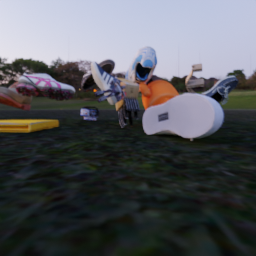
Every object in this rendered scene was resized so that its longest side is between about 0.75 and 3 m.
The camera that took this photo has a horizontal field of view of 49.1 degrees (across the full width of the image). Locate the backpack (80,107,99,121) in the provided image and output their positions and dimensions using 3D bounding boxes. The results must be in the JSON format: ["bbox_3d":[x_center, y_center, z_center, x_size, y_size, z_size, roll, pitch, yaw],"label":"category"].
[{"bbox_3d":[-1.996,-0.734,14.443,0.919,0.743,0.965,13,-3,-3],"label":"backpack"}]

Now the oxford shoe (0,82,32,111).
[{"bbox_3d":[-4.387,-1.359,10.729,1.029,1.092,2.920,17,-2,-7],"label":"oxford shoe"}]

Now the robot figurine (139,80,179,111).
[{"bbox_3d":[1.362,-1.001,11.223,1.823,1.478,2.534,-2,29,-6],"label":"robot figurine"}]

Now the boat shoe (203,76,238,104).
[{"bbox_3d":[3.423,-1.259,10.697,2.083,0.780,0.644,-29,37,-9],"label":"boat shoe"}]

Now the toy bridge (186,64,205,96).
[{"bbox_3d":[2.114,-1.404,8.863,0.558,0.226,1.661,-4,-32,18],"label":"toy bridge"}]

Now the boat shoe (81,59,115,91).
[{"bbox_3d":[-1.302,-2.209,12.041,0.713,0.608,2.132,30,-36,-31],"label":"boat shoe"}]

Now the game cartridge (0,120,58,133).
[{"bbox_3d":[-3.701,-0.085,9.669,1.890,0.348,2.144,1,3,10],"label":"game cartridge"}]

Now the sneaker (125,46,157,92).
[{"bbox_3d":[0.437,-2.133,11.391,1.016,1.024,2.827,13,-24,-6],"label":"sneaker"}]

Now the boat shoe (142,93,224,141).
[{"bbox_3d":[1.601,-0.186,7.249,1.267,1.098,2.972,1,-6,-25],"label":"boat shoe"}]

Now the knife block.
[{"bbox_3d":[-0.145,-0.936,10.445,0.584,1.603,1.826,4,19,-26],"label":"knife block"}]

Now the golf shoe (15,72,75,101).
[{"bbox_3d":[-2.784,-1.502,9.628,2.015,0.928,0.731,9,-27,1],"label":"golf shoe"}]

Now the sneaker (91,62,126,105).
[{"bbox_3d":[-0.651,-1.604,9.559,0.708,1.675,0.628,-28,-10,-18],"label":"sneaker"}]

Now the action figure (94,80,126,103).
[{"bbox_3d":[-0.518,-1.137,8.931,1.065,0.693,0.370,-25,-10,-15],"label":"action figure"}]
